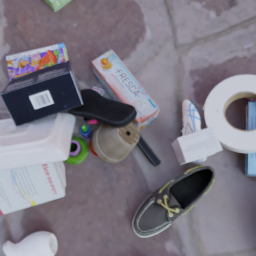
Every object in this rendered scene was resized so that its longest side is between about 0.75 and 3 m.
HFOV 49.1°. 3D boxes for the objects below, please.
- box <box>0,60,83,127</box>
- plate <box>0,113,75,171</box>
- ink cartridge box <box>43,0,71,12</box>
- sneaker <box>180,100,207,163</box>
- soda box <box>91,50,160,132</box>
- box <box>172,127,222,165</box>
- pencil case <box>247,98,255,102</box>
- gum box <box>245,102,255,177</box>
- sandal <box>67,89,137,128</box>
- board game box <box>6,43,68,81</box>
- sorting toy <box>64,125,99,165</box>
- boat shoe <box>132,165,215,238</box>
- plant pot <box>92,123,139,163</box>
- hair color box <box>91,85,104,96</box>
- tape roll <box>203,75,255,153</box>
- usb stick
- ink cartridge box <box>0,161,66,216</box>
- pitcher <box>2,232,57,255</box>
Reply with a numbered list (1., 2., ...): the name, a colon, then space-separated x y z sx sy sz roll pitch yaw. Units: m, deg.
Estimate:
1. box: -2.393 -1.065 8.079 1.919 1.747 0.999 -19 116 -4
2. plate: -2.942 0.240 7.440 2.878 2.884 0.466 -10 112 -3
3. ink cartridge box: -2.343 -5.774 10.522 2.608 0.625 1.897 -41 75 -11
4. sneaker: 1.838 0.066 8.418 0.730 0.724 2.016 -6 69 0
5. soda box: -0.104 -1.159 8.744 0.808 0.869 2.541 -33 74 -12
6. box: 1.780 0.501 7.409 0.995 1.000 0.653 -18 78 -4
7. pencil case: 4.261 -1.078 8.881 1.548 0.662 0.650 28 116 9
8. gum box: 4.744 0.383 7.992 2.549 0.568 2.166 2 75 16
9. sandal: -0.863 -0.462 8.184 2.811 0.634 1.056 23 59 40
10. board game box: -2.902 -1.926 9.247 1.943 0.435 1.306 -15 71 -5
11. sorting toy: -1.227 0.440 8.278 1.716 0.705 1.031 -10 71 -3
12. boat shoe: 1.232 1.946 7.687 2.742 0.826 0.977 -37 75 -12
13. plant pot: -0.253 0.310 7.906 1.202 1.043 1.202 12 66 -30
14. hair color box: -1.111 -0.946 9.008 0.398 0.244 0.804 22 73 7
15. tape roll: 3.365 -0.420 8.076 2.319 0.424 2.319 -6 72 18
16. usb stick: 0.404 0.464 8.401 0.271 0.461 1.663 -37 74 -2
17. ink cartridge box: -2.836 1.094 7.348 2.079 1.504 1.511 -15 115 -6
18. pitcher: -2.489 3.332 7.313 1.257 0.762 1.078 -17 89 6
